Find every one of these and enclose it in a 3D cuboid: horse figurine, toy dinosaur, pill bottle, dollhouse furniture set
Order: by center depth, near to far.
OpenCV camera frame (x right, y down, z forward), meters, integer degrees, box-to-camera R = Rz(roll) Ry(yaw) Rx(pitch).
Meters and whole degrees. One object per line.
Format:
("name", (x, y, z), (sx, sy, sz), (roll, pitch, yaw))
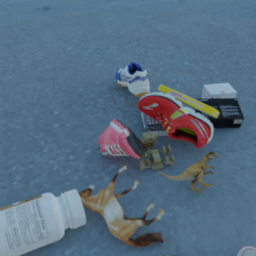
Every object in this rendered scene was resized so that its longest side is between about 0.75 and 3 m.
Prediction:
("pill bottle", (-2.265, 2.379, 7.181), (2.172, 1.242, 1.242), (-15, 40, -20))
("horse figurine", (-0.158, 2.234, 7.573), (1.681, 0.633, 2.537), (-35, 62, -13))
("toy dinosaur", (1.931, 1.427, 8.503), (2.068, 0.625, 1.098), (-24, 72, -23))
("dollhouse furniture set", (0.839, 0.887, 9.738), (1.105, 0.838, 1.261), (-9, 61, -11))

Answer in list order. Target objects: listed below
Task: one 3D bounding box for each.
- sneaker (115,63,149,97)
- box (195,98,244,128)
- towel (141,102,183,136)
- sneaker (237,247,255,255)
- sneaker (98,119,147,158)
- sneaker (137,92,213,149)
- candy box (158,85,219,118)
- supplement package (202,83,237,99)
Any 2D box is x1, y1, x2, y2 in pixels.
("sneaker", (0.213, -2.443, 12.794), (1.075, 1.259, 2.856), (-14, 30, -21))
("box", (3.649, -0.595, 11.331), (1.645, 0.649, 1.161), (0, 51, 1))
("towel", (1.418, -0.594, 11.307), (1.702, 0.879, 2.055), (-4, 38, -4))
("sneaker", (3.051, 3.506, 5.927), (0.906, 0.983, 2.228), (-5, 38, -7))
("sneaker", (-0.292, 0.604, 9.304), (1.202, 1.022, 2.772), (-42, 20, -5))
("sneaker", (1.532, -0.257, 9.792), (2.913, 1.122, 1.237), (27, 53, 16))
("candy box", (2.242, -0.978, 10.371), (2.212, 0.292, 1.130), (29, 11, 23))
("supplement package", (4.080, -1.482, 12.630), (1.192, 0.661, 0.928), (-6, 37, -6))
